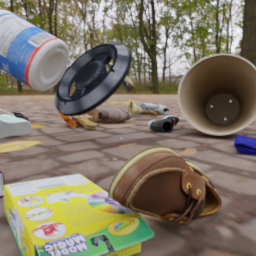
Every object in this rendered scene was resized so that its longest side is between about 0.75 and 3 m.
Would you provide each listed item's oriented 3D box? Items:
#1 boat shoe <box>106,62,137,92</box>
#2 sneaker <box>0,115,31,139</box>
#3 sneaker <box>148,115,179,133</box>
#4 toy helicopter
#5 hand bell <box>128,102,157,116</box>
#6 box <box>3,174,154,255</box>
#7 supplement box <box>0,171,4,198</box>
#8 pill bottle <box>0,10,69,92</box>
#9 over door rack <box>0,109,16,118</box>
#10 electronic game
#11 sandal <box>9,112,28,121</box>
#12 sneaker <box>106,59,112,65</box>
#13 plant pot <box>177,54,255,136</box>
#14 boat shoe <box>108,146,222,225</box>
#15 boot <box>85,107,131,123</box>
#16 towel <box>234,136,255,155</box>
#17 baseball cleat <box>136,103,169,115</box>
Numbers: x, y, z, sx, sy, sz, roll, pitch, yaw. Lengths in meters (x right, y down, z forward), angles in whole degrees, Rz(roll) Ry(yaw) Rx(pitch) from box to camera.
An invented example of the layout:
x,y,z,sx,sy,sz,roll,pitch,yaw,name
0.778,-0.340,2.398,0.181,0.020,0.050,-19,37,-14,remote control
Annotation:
x,y,z,sx,sy,sz,roll,pitch,yaw,name
-0.419,-2.261,12.316,1.782,0.578,0.652,43,4,22,boat shoe
-4.326,-0.072,9.021,1.189,0.742,2.017,13,5,35,sneaker
1.514,-0.113,10.282,1.481,0.524,0.734,-13,16,-35,sneaker
-1.925,-0.334,11.047,1.298,0.774,1.963,0,18,-38,toy helicopter
0.850,-0.875,15.202,1.580,0.823,0.823,11,6,-15,hand bell
-0.657,1.008,3.098,1.094,0.451,1.865,-4,7,-31,box
-2.289,0.872,4.025,0.527,0.415,0.805,5,10,31,supplement box
-1.945,-1.403,4.788,1.685,0.946,0.946,31,17,12,pill bottle
-5.608,-0.442,10.243,2.723,0.907,2.012,31,27,34,over door rack
-1.091,-1.472,8.228,2.726,2.726,0.567,9,-28,44,electronic game
-4.746,-0.396,12.009,0.876,0.493,2.304,-3,9,-20,sandal
-0.603,-2.449,9.337,0.914,0.324,0.379,-38,-6,22,sneaker
3.340,-0.894,10.033,2.612,2.612,2.789,3,-6,21,plant pot
0.562,0.698,3.141,0.665,0.709,1.969,38,10,35,boat shoe
-0.881,-0.554,12.815,1.505,0.723,2.058,2,8,-33,boot
3.185,0.472,7.205,0.885,0.297,1.198,11,12,20,towel
1.388,-1.071,15.726,2.042,0.712,1.087,-6,10,-28,baseball cleat
